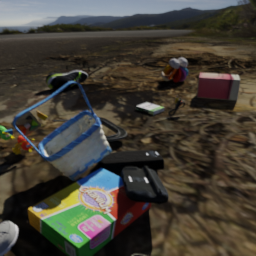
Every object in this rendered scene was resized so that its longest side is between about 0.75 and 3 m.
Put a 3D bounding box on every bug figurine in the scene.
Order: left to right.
[{"bbox_3d":[-3.902,0.514,8.310,1.560,0.518,2.012,32,38,31],"label":"bug figurine"}]

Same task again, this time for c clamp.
[{"bbox_3d":[-1.170,0.045,9.414,2.125,0.288,1.815,26,27,37],"label":"c clamp"}]

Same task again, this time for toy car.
[{"bbox_3d":[2.962,-3.348,16.950,1.666,1.458,1.249,-17,63,-36],"label":"toy car"}]

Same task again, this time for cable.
[{"bbox_3d":[2.015,-0.840,11.640,0.476,0.981,0.247,35,-11,-15],"label":"cable"}]

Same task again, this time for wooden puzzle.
[{"bbox_3d":[-3.005,-0.099,8.339,1.141,0.770,0.133,-41,52,-5],"label":"wooden puzzle"}]

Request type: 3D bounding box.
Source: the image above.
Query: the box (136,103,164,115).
[{"bbox_3d":[0.945,-0.840,12.182,1.018,0.185,0.735,20,30,41],"label":"box"}]

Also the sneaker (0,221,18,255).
[{"bbox_3d":[-2.948,1.962,4.660,2.083,0.854,0.778,-11,25,-25],"label":"sneaker"}]

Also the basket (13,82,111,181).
[{"bbox_3d":[-1.532,0.132,6.912,1.805,2.047,1.424,-35,31,-16],"label":"basket"}]

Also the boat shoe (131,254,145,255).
[{"bbox_3d":[0.544,2.330,4.448,1.156,0.346,0.413,9,24,20],"label":"boat shoe"}]

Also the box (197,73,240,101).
[{"bbox_3d":[4.476,-2.084,13.981,1.921,1.047,1.228,6,24,14],"label":"box"}]

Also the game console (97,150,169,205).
[{"bbox_3d":[0.118,1.094,6.780,1.737,0.355,2.945,-3,12,-7],"label":"game console"}]

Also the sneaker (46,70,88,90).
[{"bbox_3d":[-3.315,-2.502,15.624,2.556,0.916,1.058,-16,54,-33],"label":"sneaker"}]

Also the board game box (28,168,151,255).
[{"bbox_3d":[-0.748,1.683,5.888,1.588,0.419,2.076,18,29,36],"label":"board game box"}]
